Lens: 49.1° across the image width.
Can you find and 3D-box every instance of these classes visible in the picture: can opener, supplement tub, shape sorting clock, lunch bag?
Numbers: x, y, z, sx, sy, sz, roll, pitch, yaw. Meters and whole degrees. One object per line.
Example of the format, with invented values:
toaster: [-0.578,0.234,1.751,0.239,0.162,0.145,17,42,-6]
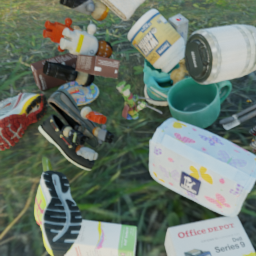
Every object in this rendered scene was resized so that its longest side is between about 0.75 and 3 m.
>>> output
can opener: [3.300,-0.314,8.212,1.196,0.398,0.315,-30,70,26]
supplement tub: [1.149,-3.184,10.490,2.040,1.476,1.476,46,54,-4]
shape sorting clock: [-1.975,-1.393,10.920,1.646,0.323,1.646,0,45,0]
lunch bag: [1.811,0.918,6.808,2.295,2.707,1.721,26,88,21]

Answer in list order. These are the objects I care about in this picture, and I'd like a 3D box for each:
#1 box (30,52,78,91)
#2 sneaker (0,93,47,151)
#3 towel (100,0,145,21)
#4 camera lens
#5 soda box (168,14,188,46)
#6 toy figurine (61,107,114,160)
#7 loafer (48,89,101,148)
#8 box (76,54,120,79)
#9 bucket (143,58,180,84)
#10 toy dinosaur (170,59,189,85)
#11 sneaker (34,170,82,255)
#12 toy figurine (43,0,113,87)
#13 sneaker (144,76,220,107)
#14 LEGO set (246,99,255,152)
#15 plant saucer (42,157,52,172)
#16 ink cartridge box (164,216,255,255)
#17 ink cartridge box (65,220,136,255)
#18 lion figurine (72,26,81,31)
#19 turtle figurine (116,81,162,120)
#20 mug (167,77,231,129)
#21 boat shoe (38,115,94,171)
box: [-2.822,-2.331,11.364,1.954,0.978,0.732,-23,44,-21]
sneaker: [-3.993,-0.259,9.375,1.181,1.119,2.875,14,37,20]
towel: [-0.539,-5.216,9.838,2.641,0.455,1.750,40,73,-6]
camera lens: [2.778,-2.186,8.309,1.942,1.553,1.553,-14,47,-17]
soda box: [1.965,-3.596,11.237,0.548,1.727,0.589,-29,58,-13]
toy figurine: [-1.040,0.161,7.261,0.790,1.118,1.136,24,62,36]
loafer: [-1.613,-0.153,8.346,0.755,2.101,0.661,-24,18,38]
box: [-0.962,-1.878,8.486,0.770,0.576,1.537,3,14,-32]
bucket: [1.324,-2.242,11.206,1.535,0.999,1.535,4,47,-5]
toy dinosaur: [1.817,-1.766,9.675,0.859,1.700,0.495,-7,48,-20]
sneaker: [-1.482,1.784,5.615,0.763,0.882,1.953,19,24,-28]
toy figurine: [-1.792,-3.157,10.234,1.945,2.752,2.796,9,62,-34]
sneaker: [2.048,-1.428,10.372,2.878,1.146,1.115,-2,45,-3]
LEGO set: [4.804,0.086,9.059,1.855,1.398,2.412,25,46,-16]
plant saucer: [-2.152,1.199,7.604,0.134,0.862,0.862,-13,46,-8]
ink cartridge box: [1.889,3.189,5.834,1.682,1.013,2.315,-8,44,-7]
ink cartridge box: [-0.714,2.613,6.386,1.754,1.027,0.591,6,46,4]
lion figurine: [-2.712,-5.268,14.856,0.469,0.277,0.766,0,40,-11]
turtle figurine: [0.270,-0.954,9.006,1.301,1.261,0.936,-18,38,22]
mug: [2.371,-0.726,9.271,1.960,1.212,1.610,0,53,23]
boat shoe: [-1.652,0.431,7.958,1.919,0.601,0.702,44,10,-1]
